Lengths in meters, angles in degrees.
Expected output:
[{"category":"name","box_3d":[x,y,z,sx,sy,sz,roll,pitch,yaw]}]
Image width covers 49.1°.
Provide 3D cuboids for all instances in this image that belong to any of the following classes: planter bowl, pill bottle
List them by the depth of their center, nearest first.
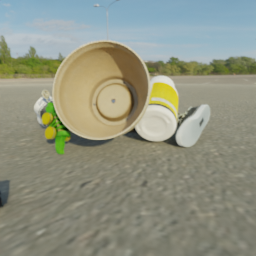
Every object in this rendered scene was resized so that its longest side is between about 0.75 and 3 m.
[{"category":"planter bowl","box_3d":[-0.469,-0.747,6.568,2.142,2.142,1.442,2,-5,11]},{"category":"pill bottle","box_3d":[0.850,-0.650,7.940,1.118,1.118,2.008,2,39,11]}]

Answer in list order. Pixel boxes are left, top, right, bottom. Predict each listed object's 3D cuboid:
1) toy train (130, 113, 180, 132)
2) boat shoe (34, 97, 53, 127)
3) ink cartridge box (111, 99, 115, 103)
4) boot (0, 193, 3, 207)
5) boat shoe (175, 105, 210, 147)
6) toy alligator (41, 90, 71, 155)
[{"category":"toy train","box_3d":[0.900,-0.237,9.909,2.577,0.440,0.590,-9,11,-40]},{"category":"boat shoe","box_3d":[-2.320,-0.311,8.823,0.818,0.773,2.281,-45,-4,-17]},{"category":"ink cartridge box","box_3d":[-0.824,-0.758,8.782,1.337,1.648,0.413,11,52,32]},{"category":"boot","box_3d":[-2.274,0.964,3.976,0.832,0.378,0.990,-11,22,-31]},{"category":"boat shoe","box_3d":[1.651,-0.117,7.788,0.667,0.721,1.954,2,34,36]},{"category":"toy alligator","box_3d":[-1.760,-0.296,6.932,0.531,1.957,0.580,-35,-29,27]}]
